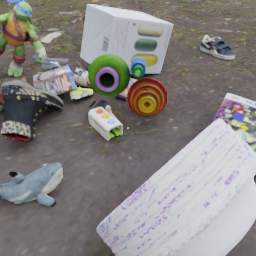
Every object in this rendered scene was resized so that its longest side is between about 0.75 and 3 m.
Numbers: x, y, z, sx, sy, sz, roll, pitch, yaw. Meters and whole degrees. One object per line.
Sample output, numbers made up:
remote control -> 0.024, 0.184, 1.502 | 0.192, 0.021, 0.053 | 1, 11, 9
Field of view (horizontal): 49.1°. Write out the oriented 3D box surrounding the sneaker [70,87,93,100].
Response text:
sneaker -> -1.591, -1.247, 9.723 | 0.372, 0.376, 0.985 | -8, 13, 39

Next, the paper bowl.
paper bowl -> 0.946, 1.240, 4.578 | 1.420, 2.731, 2.731 | 47, 51, 11

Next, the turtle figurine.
turtle figurine -> -4.139, -2.760, 9.936 | 2.155, 2.904, 2.995 | -19, 77, -43

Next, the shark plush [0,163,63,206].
shark plush -> -2.369, 1.175, 6.159 | 1.870, 0.779, 0.850 | -1, 36, -2

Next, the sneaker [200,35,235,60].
sneaker -> 4.177, -3.781, 13.073 | 0.727, 0.736, 1.853 | -25, 44, -33

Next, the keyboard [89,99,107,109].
keyboard -> -1.053, -0.761, 9.444 | 0.491, 0.080, 0.773 | 11, 37, 15

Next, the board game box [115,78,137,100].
board game box -> -0.076, -1.404, 9.883 | 0.540, 0.180, 0.804 | 19, 64, 26

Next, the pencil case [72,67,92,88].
pencil case -> -1.341, -1.812, 10.375 | 1.428, 0.639, 0.555 | 12, 21, 11

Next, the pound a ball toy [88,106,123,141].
pound a ball toy -> -0.592, -0.279, 8.325 | 0.846, 0.551, 1.298 | -22, 43, -28

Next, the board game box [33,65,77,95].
board game box -> -2.494, -1.552, 9.498 | 1.265, 0.613, 1.009 | -20, 28, -10

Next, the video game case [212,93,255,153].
video game case -> 3.302, 0.140, 7.404 | 2.129, 0.421, 2.349 | 23, 48, 19

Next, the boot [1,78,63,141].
boot -> -2.773, -0.358, 8.170 | 0.767, 2.126, 1.606 | -13, 70, 28

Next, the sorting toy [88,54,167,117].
sorting toy -> 0.023, -1.176, 7.832 | 2.489, 1.496, 1.022 | 25, 24, -7

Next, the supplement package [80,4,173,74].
supplement package -> -0.102, -3.402, 10.928 | 2.702, 2.050, 2.035 | -9, 35, -36

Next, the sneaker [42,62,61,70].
sneaker -> -2.957, -2.531, 11.407 | 0.978, 0.395, 0.565 | 21, 30, 29

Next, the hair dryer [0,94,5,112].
hair dryer -> -3.843, -0.704, 8.714 | 1.362, 0.486, 1.788 | 8, 25, 18
